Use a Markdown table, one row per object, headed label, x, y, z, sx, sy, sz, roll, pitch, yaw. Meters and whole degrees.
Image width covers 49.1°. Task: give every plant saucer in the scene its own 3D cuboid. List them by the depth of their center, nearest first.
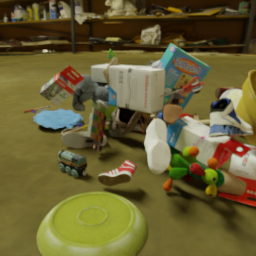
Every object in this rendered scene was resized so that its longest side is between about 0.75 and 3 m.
| label | x | y | z | sx | sy | sz | roll | pitch | yaw |
| --- | --- | --- | --- | --- | --- | --- | --- | --- | --- |
| plant saucer | -0.724 | 1.941 | 5.785 | 2.255 | 0.350 | 2.255 | 0 | 19 | 0 |

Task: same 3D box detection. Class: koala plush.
| label | x | y | z | sx | sy | sz | roll | pitch | yaw |
| --- | --- | --- | --- | --- | --- | --- | --- | --- | --- |
| koala plush | -1.237 | -1.262 | 10.543 | 1.443 | 1.326 | 1.280 | 19 | 51 | 9 |

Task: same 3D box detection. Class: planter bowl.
| label | x | y | z | sx | sy | sz | roll | pitch | yaw |
| --- | --- | --- | --- | --- | --- | --- | --- | --- | --- |
| planter bowl | 3.947 | -0.217 | 8.068 | 2.782 | 2.782 | 1.159 | -24 | -13 | -49 |

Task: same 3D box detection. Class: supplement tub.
| label | x | y | z | sx | sy | sz | roll | pitch | yaw |
| --- | --- | --- | --- | --- | --- | --- | --- | --- | --- |
| supplement tub | 4.492 | -0.700 | 10.980 | 1.325 | 1.325 | 1.827 | -3 | 22 | -8 |

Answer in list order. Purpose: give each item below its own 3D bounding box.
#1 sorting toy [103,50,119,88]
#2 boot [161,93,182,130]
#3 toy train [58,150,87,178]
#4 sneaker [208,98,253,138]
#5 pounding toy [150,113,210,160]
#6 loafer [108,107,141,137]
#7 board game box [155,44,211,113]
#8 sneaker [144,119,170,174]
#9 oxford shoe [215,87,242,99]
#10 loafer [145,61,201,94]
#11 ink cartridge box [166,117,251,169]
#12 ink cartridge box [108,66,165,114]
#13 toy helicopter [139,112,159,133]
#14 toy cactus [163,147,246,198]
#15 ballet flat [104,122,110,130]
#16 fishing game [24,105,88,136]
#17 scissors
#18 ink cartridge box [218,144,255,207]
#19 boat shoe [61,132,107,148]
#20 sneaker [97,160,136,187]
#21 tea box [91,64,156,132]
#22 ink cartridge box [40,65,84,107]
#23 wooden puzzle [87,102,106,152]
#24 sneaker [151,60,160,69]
| label | x | y | z | sx | sy | sz | roll | pitch | yaw |
| --- | --- | --- | --- | --- | --- | --- | --- | --- | --- |
| sorting toy | -0.468 | -1.765 | 8.483 | 0.164 | 1.114 | 0.823 | 5 | 43 | 29 |
| boot | 1.103 | -0.290 | 7.533 | 0.460 | 0.958 | 1.311 | 21 | 48 | 4 |
| toy train | -1.596 | 1.001 | 7.991 | 1.071 | 0.610 | 0.456 | 16 | 24 | 37 |
| sneaker | 2.508 | -0.251 | 6.879 | 1.626 | 0.939 | 0.657 | 1 | -8 | -44 |
| pounding toy | 1.635 | 0.112 | 9.155 | 1.937 | 1.496 | 2.104 | 3 | 20 | 9 |
| loafer | -0.028 | -0.524 | 9.675 | 0.871 | 2.770 | 0.996 | -21 | 73 | -47 |
| board game box | 1.639 | -1.570 | 10.123 | 1.781 | 2.342 | 0.527 | 20 | 23 | -32 |
| sneaker | 0.598 | 0.497 | 6.488 | 0.531 | 0.624 | 1.411 | 25 | 48 | -22 |
| oxford shoe | 6.139 | -1.869 | 15.595 | 0.952 | 0.897 | 2.547 | -8 | 22 | -33 |
| loafer | 1.993 | -2.338 | 12.372 | 2.702 | 0.971 | 0.850 | 21 | 64 | 12 |
| ink cartridge box | 2.038 | 0.436 | 7.296 | 1.937 | 0.651 | 1.126 | 30 | 24 | 28 |
| ink cartridge box | 0.211 | -1.140 | 8.029 | 1.586 | 1.162 | 0.681 | 15 | 21 | 36 |
| toy helicopter | 0.564 | -0.224 | 8.518 | 0.634 | 0.378 | 0.959 | -32 | 55 | 0 |
| toy cactus | 1.846 | 1.202 | 6.673 | 1.927 | 1.194 | 2.335 | 22 | -13 | -3 |
| ballet flat | -0.701 | -0.050 | 11.255 | 1.087 | 0.364 | 0.363 | 6 | 6 | 18 |
| fishing game | -2.998 | -0.332 | 12.040 | 2.869 | 0.446 | 2.054 | 22 | 29 | 31 |
| scissors | 1.476 | -0.986 | 7.589 | 1.199 | 0.439 | 0.084 | -28 | 41 | 14 |
| ink cartridge box | 3.690 | 1.237 | 7.314 | 2.085 | 0.644 | 2.570 | 11 | 19 | 29 |
| boat shoe | -1.538 | 0.367 | 9.883 | 1.556 | 0.560 | 0.511 | -3 | 14 | -8 |
| sneaker | -0.256 | 1.147 | 7.126 | 1.050 | 0.374 | 0.591 | -13 | 24 | 34 |
| tea box | -0.067 | -1.332 | 11.704 | 2.488 | 2.448 | 1.663 | 11 | 20 | 25 |
| ink cartridge box | -2.194 | -1.382 | 9.337 | 1.383 | 0.753 | 0.348 | -33 | 40 | 22 |
| wooden puzzle | -1.010 | -0.046 | 9.059 | 0.114 | 1.619 | 0.960 | 2 | -15 | 21 |
| sneaker | 1.744 | -2.091 | 10.695 | 1.815 | 1.033 | 0.685 | -12 | 22 | -22 |
